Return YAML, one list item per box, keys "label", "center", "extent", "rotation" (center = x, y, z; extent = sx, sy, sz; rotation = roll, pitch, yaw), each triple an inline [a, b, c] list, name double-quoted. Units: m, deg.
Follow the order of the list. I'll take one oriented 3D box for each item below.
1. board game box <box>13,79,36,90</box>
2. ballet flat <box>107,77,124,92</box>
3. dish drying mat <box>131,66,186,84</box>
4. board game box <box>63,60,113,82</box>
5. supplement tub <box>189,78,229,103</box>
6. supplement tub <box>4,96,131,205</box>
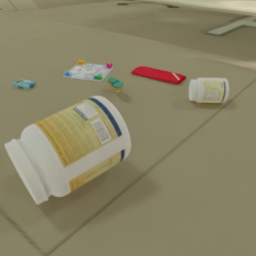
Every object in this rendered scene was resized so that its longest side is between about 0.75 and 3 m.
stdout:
- label: "board game box"
  center: [-5.025, -2.096, 13.581]
  extent: [0.837, 0.197, 0.632]
  rotation: [14, 35, 20]
- label: "ballet flat"
  center: [-0.506, -1.905, 12.716]
  extent: [0.521, 0.478, 1.517]
  rotation: [-25, 31, -10]
- label: "dish drying mat"
  center: [1.566, -2.788, 14.598]
  extent: [2.722, 0.248, 1.046]
  rotation: [19, 39, 27]
- label: "board game box"
  center: [-2.108, -3.131, 15.110]
  extent: [2.112, 0.273, 2.112]
  rotation: [8, 34, 13]
- label: "supplement tub"
  center: [3.427, -1.605, 12.019]
  extent: [1.480, 1.073, 1.073]
  rotation: [1, 33, 2]
- label: "supplement tub"
  center: [-1.560, 0.554, 7.524]
  extent: [2.814, 2.032, 2.032]
  rotation: [-29, 42, -25]
